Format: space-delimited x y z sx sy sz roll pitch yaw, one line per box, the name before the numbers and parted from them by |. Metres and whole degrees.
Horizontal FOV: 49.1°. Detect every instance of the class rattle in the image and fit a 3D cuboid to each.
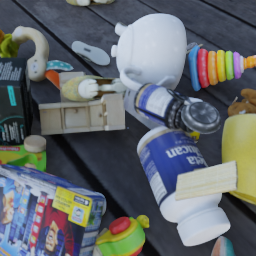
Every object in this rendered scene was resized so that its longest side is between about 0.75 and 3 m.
rattle | -3.166 -2.297 8.492 1.754 1.925 2.694 -42 67 -9

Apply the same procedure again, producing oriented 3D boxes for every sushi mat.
sushi mat | 1.205 0.840 4.386 1.047 0.063 0.501 -23 34 35

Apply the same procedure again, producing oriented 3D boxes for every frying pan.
frying pan | 1.336 -0.430 5.496 0.776 0.209 1.283 -10 56 -15

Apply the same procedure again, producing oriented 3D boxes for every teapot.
teapot | 0.440 -2.073 8.015 1.824 2.498 2.465 3 90 -12

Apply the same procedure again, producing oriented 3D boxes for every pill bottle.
pill bottle | 1.181 1.192 6.122 1.332 1.332 2.399 -14 53 -11
pill bottle | 0.871 -0.426 6.149 1.429 0.799 0.799 28 55 36
pill bottle | 1.600 -0.192 7.254 0.608 1.113 0.608 7 17 -2

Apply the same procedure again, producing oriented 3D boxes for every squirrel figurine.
squirrel figurine | 3.642 -0.419 7.563 1.593 1.208 1.707 -27 54 -14

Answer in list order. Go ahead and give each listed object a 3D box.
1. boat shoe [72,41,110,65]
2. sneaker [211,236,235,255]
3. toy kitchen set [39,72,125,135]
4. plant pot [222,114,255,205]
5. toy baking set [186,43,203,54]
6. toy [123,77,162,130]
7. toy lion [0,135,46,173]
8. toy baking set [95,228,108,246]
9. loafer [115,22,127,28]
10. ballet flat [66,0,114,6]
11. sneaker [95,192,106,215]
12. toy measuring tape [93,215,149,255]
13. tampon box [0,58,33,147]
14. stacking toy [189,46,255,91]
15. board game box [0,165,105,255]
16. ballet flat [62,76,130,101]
boat shoe | -1.263 -2.561 9.680 1.381 0.440 0.488 27 88 -2
sneaker | 1.926 2.964 5.197 0.699 0.625 1.750 12 56 2
toy kitchen set | -1.237 -0.708 6.922 2.019 1.822 1.648 -5 91 -9
plant pot | 2.965 0.868 6.131 2.164 2.164 1.536 21 78 16
toy baking set | 1.741 -2.585 9.436 1.095 0.166 1.427 -40 25 -31
toy | 0.480 -0.433 7.453 1.712 0.404 0.986 34 55 -27
toy lion | -2.896 0.993 5.986 2.207 0.758 2.115 3 33 -18
toy baking set | -0.469 2.742 5.609 1.102 0.167 1.435 36 59 26
loafer | 0.021 -3.575 10.561 1.100 0.376 0.416 42 100 11
ballet flat | -1.570 -5.604 12.052 2.127 0.752 0.752 -12 52 -13
sneaker | -1.614 1.738 6.005 2.292 0.812 0.837 -8 52 -7
toy measuring tape | -0.349 2.350 5.377 2.141 0.788 0.788 -28 56 -31
tampon box | -3.754 -0.616 6.913 2.448 1.834 1.545 -1 37 -12
stacking toy | 2.948 -1.841 8.253 2.150 1.180 1.248 -3 31 23
board game box | -1.534 2.101 4.698 2.511 0.775 2.510 9 83 38
ballet flat | -0.707 -1.025 7.243 1.929 0.682 0.682 -3 49 -22
